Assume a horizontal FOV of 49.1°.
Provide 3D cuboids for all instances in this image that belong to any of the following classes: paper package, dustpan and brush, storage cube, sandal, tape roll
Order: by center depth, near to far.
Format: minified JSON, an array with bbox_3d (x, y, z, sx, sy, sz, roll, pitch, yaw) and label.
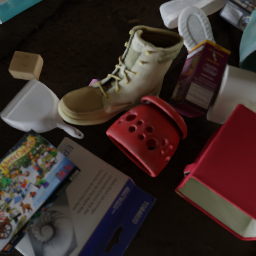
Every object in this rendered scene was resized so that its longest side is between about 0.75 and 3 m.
[{"bbox_3d":[2.536,1.066,6.272,2.224,1.901,1.999,34,71,12],"label":"storage cube"},{"bbox_3d":[2.758,-0.757,7.174,1.026,1.494,1.494,19,70,7],"label":"tape roll"},{"bbox_3d":[-2.124,-0.301,7.560,2.105,0.602,1.469,25,66,17],"label":"dustpan and brush"},{"bbox_3d":[-2.954,-1.802,8.159,0.767,0.397,0.731,8,69,4],"label":"paper package"},{"bbox_3d":[2.100,-2.454,8.231,0.898,0.542,2.206,-25,92,3],"label":"sandal"}]

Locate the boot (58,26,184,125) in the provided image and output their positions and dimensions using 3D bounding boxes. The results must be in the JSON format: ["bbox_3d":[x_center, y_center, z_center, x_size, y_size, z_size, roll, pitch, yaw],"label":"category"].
[{"bbox_3d":[-0.174,-1.221,6.550,2.872,2.221,1.035,-16,62,-29],"label":"boot"}]

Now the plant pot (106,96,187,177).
[{"bbox_3d":[0.514,0.157,6.667,1.571,1.571,1.431,43,80,14],"label":"plant pot"}]

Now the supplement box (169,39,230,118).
[{"bbox_3d":[1.837,-1.244,7.360,0.763,0.983,1.781,23,84,-10],"label":"supplement box"}]

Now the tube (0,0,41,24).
[{"bbox_3d":[-3.345,-4.195,9.032,2.270,0.572,0.879,-41,82,-19],"label":"tube"}]

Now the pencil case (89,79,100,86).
[{"bbox_3d":[-1.064,-0.746,7.686,0.510,0.533,1.232,33,75,-3],"label":"pencil case"}]

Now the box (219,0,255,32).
[{"bbox_3d":[4.537,-3.396,8.481,2.751,0.609,2.204,41,65,14],"label":"box"}]

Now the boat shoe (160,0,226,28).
[{"bbox_3d":[2.117,-3.911,8.767,2.346,0.845,0.804,-24,80,1],"label":"boat shoe"}]

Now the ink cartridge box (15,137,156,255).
[{"bbox_3d":[-1.174,2.002,6.545,2.738,0.556,2.732,30,73,14],"label":"ink cartridge box"}]

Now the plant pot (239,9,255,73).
[{"bbox_3d":[3.765,-2.310,6.970,2.054,2.054,1.376,-2,73,-1],"label":"plant pot"}]

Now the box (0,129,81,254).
[{"bbox_3d":[-2.433,1.347,6.370,1.581,0.436,2.314,34,75,22],"label":"box"}]
